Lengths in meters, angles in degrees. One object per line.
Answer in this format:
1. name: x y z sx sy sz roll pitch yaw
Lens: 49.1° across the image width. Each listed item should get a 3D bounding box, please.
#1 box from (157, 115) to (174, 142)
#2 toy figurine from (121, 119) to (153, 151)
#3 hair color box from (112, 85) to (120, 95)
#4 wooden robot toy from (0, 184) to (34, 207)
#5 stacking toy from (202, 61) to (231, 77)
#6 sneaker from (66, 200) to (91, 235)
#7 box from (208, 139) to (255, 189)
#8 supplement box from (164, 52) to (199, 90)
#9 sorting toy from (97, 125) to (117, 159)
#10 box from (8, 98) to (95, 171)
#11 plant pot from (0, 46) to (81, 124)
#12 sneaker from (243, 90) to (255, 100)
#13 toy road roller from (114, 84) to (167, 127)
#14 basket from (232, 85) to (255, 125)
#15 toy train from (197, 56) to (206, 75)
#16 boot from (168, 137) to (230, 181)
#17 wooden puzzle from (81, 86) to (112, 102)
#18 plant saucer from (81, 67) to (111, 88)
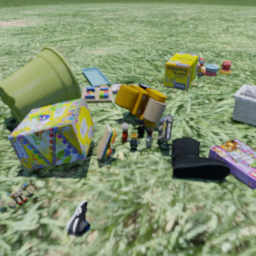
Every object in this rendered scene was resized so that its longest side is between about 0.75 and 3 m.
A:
1. box: 1.340 0.043 10.104 0.263 0.864 1.072 13 -6 -6
2. toy figurine: 0.339 0.236 10.380 1.090 0.758 1.073 -13 33 -21
3. hair color box: -0.601 -2.021 14.676 0.437 0.259 0.800 -1 32 -2
4. wooden robot toy: -3.201 1.972 7.978 1.019 0.449 0.462 -31 7 -40
5. stacking toy: 5.296 -3.803 17.193 1.759 0.743 1.592 -11 33 -19
6. sneaker: -1.150 2.356 7.274 0.534 0.349 0.955 14 41 16
7. box: 3.834 1.101 9.284 1.323 0.378 1.933 -16 34 -25
8. supplement box: 3.004 -3.244 15.680 1.304 1.312 2.395 13 34 21
9. sorting toy: -0.716 0.508 9.564 0.354 1.010 1.017 20 8 -12
10. box: -2.392 0.142 9.316 2.055 1.302 2.134 -11 26 9
11. plant pot: -3.829 -1.571 11.683 2.565 2.790 2.790 -36 45 -27
12. sneaker: 5.131 -1.274 11.469 0.834 0.342 0.312 27 49 13
13. toy road roller: 0.420 -1.055 11.558 1.558 1.312 2.135 8 20 -35
14. basket: 5.367 -0.958 11.951 1.497 1.204 1.484 20 36 28
15. toy train: 4.365 -3.861 16.867 0.440 1.187 1.581 -8 27 2
16. boot: 2.263 0.957 9.208 1.888 0.699 1.547 -2 34 10
17. wooden puzzle: -1.571 -1.762 14.110 1.533 0.383 1.655 -2 31 -3
18. plant saucer: -1.898 -2.907 16.169 1.013 0.275 2.898 -11 33 -18
